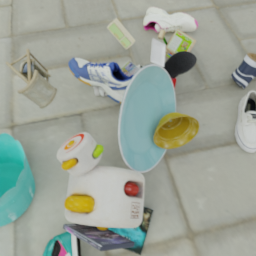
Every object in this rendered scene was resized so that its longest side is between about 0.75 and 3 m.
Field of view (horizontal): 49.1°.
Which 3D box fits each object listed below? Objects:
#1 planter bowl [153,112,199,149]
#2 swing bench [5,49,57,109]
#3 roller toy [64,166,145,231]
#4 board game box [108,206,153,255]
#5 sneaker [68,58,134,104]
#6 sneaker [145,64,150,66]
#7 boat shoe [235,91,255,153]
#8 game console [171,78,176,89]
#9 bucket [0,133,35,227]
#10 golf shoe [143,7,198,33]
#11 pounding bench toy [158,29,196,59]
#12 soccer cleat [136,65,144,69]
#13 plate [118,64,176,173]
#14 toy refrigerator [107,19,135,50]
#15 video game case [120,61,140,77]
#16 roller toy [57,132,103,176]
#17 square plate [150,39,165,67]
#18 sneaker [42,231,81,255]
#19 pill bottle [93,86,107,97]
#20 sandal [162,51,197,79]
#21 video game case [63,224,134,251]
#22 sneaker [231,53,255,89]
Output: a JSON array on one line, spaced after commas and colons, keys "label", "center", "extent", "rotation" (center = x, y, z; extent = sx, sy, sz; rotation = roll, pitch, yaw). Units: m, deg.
[{"label": "planter bowl", "center": [1.315, -0.034, 8.160], "extent": [1.377, 1.377, 0.574], "rotation": [-12, 48, -8]}, {"label": "swing bench", "center": [-2.585, -1.312, 7.754], "extent": [0.744, 1.140, 1.146], "rotation": [-31, 69, 2]}, {"label": "roller toy", "center": [-0.570, 1.806, 7.073], "extent": [1.940, 2.127, 1.486], "rotation": [7, 74, -7]}, {"label": "board game box", "center": [-0.340, 2.651, 7.984], "extent": [1.882, 0.265, 1.273], "rotation": [16, 59, 9]}, {"label": "sneaker", "center": [-0.836, -1.931, 9.669], "extent": [2.600, 1.146, 0.979], "rotation": [29, 41, 5]}, {"label": "sneaker", "center": [0.633, -1.452, 8.820], "extent": [0.460, 0.799, 1.533], "rotation": [4, 39, 24]}, {"label": "boat shoe", "center": [4.201, -0.273, 9.561], "extent": [0.819, 0.748, 2.275], "rotation": [14, 59, 9]}, {"label": "game console", "center": [0.688, -0.842, 9.096], "extent": [1.439, 0.991, 1.670], "rotation": [-1, 24, 45]}, {"label": "bucket", "center": [-3.903, 1.501, 7.850], "extent": [2.510, 1.633, 2.510], "rotation": [0, 53, 0]}, {"label": "golf shoe", "center": [1.796, -4.491, 12.283], "extent": [2.433, 0.916, 1.113], "rotation": [19, 69, 19]}, {"label": "pounding bench toy", "center": [1.723, -3.249, 10.943], "extent": [1.367, 1.066, 0.849], "rotation": [31, 89, -4]}, {"label": "soccer cleat", "center": [0.369, -2.379, 11.157], "extent": [0.782, 0.333, 0.268], "rotation": [5, 57, 3]}, {"label": "plate", "center": [0.505, -0.245, 7.657], "extent": [0.376, 2.943, 2.943], "rotation": [11, 55, 35]}, {"label": "toy refrigerator", "center": [-0.261, -3.472, 10.399], "extent": [1.067, 0.405, 0.373], "rotation": [45, 38, -21]}, {"label": "video game case", "center": [0.003, -2.124, 10.751], "extent": [0.781, 0.086, 0.711], "rotation": [-45, 69, -5]}, {"label": "roller toy", "center": [-1.133, 0.575, 6.387], "extent": [0.990, 0.692, 0.903], "rotation": [-41, 25, -15]}, {"label": "square plate", "center": [0.949, -2.407, 9.041], "extent": [0.109, 0.758, 0.765], "rotation": [4, 90, 40]}, {"label": "sneaker", "center": [-1.764, 3.557, 7.132], "extent": [1.055, 0.731, 1.748], "rotation": [-7, 59, -2]}, {"label": "pill bottle", "center": [-0.776, -1.472, 10.440], "extent": [0.987, 0.546, 0.546], "rotation": [-13, 58, -6]}, {"label": "sandal", "center": [1.452, -2.035, 9.954], "extent": [2.038, 0.459, 0.765], "rotation": [-31, 92, 7]}, {"label": "video game case", "center": [-0.737, 2.620, 6.831], "extent": [1.499, 1.071, 0.142], "rotation": [7, 83, 45]}, {"label": "sneaker", "center": [4.878, -2.157, 10.846], "extent": [2.287, 1.241, 0.802], "rotation": [-5, 48, -40]}]
